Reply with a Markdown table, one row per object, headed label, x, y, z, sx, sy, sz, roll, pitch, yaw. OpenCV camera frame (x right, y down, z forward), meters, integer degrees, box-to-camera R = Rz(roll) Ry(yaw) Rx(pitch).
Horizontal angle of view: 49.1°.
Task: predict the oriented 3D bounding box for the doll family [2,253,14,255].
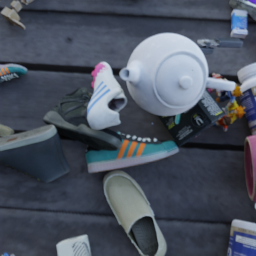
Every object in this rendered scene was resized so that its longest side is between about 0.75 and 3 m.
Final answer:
| label | x | y | z | sx | sy | sz | roll | pitch | yaw |
| --- | --- | --- | --- | --- | --- | --- | --- | --- | --- |
| doll family | -3.265 | 4.240 | 7.499 | 1.159 | 0.842 | 1.868 | -39 | 96 | -17 |

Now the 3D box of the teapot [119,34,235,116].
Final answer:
| label | x | y | z | sx | sy | sz | roll | pitch | yaw |
| --- | --- | --- | --- | --- | --- | --- | --- | --- | --- |
| teapot | 1.062 | -1.141 | 6.446 | 2.123 | 1.550 | 2.095 | -39 | 114 | -2 |

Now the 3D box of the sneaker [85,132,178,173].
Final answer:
| label | x | y | z | sx | sy | sz | roll | pitch | yaw |
| --- | --- | --- | --- | --- | --- | --- | --- | --- | --- |
| sneaker | 0.079 | 0.576 | 8.257 | 2.738 | 0.977 | 1.094 | -10 | 80 | -1 |

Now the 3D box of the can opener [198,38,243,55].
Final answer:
| label | x | y | z | sx | sy | sz | roll | pitch | yaw |
| --- | --- | --- | --- | --- | --- | --- | --- | --- | --- |
| can opener | 2.619 | -2.362 | 8.112 | 1.341 | 0.448 | 0.358 | -2 | 38 | -13 |

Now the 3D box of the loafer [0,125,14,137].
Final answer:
| label | x | y | z | sx | sy | sz | roll | pitch | yaw |
| --- | --- | --- | --- | --- | --- | --- | --- | --- | --- |
| loafer | -4.074 | 0.065 | 8.726 | 0.993 | 0.335 | 0.377 | 13 | 76 | 3 |

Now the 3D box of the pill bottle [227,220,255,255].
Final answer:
| label | x | y | z | sx | sy | sz | roll | pitch | yaw |
| --- | --- | --- | --- | --- | --- | --- | --- | --- | --- |
| pill bottle | 3.239 | 3.807 | 7.168 | 1.423 | 1.423 | 2.562 | 13 | 75 | 3 |

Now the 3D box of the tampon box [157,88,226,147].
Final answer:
| label | x | y | z | sx | sy | sz | roll | pitch | yaw |
| --- | --- | --- | --- | --- | --- | --- | --- | --- | --- |
| tampon box | 1.674 | -0.618 | 8.212 | 1.116 | 1.325 | 1.768 | -21 | 72 | -49 |

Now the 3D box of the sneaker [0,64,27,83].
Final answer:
| label | x | y | z | sx | sy | sz | roll | pitch | yaw |
| --- | --- | --- | --- | --- | --- | --- | --- | --- | --- |
| sneaker | -3.995 | -1.735 | 9.152 | 1.397 | 0.499 | 0.558 | 1 | 78 | 7 |

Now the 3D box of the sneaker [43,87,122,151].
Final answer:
| label | x | y | z | sx | sy | sz | roll | pitch | yaw |
| --- | --- | --- | --- | --- | --- | --- | --- | --- | --- |
| sneaker | -1.115 | -0.348 | 8.100 | 2.786 | 1.065 | 1.596 | 19 | 70 | 38 |

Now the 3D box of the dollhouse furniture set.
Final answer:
| label | x | y | z | sx | sy | sz | roll | pitch | yaw |
| --- | --- | --- | --- | --- | --- | --- | --- | --- | --- |
| dollhouse furniture set | -3.240 | -4.677 | 9.513 | 1.082 | 1.267 | 2.445 | 31 | 77 | 10 |

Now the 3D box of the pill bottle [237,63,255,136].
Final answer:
| label | x | y | z | sx | sy | sz | roll | pitch | yaw |
| --- | --- | --- | --- | --- | --- | --- | --- | --- | --- |
| pill bottle | 4.080 | -0.850 | 8.535 | 1.173 | 1.173 | 2.112 | -12 | 76 | -3 |

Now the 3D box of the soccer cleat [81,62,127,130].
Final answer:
| label | x | y | z | sx | sy | sz | roll | pitch | yaw |
| --- | --- | --- | --- | --- | --- | --- | --- | --- | --- |
| soccer cleat | -0.487 | -0.888 | 7.367 | 1.023 | 0.828 | 2.370 | -6 | 48 | 13 |

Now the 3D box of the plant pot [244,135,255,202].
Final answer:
| label | x | y | z | sx | sy | sz | roll | pitch | yaw |
| --- | --- | --- | --- | --- | --- | --- | --- | --- | --- |
| plant pot | 4.499 | 1.068 | 7.414 | 2.457 | 2.745 | 2.745 | -3 | 75 | 15 |

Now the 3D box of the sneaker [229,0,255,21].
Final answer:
| label | x | y | z | sx | sy | sz | roll | pitch | yaw |
| --- | --- | --- | --- | --- | --- | --- | --- | --- | --- |
| sneaker | 4.445 | -4.336 | 9.777 | 1.592 | 0.553 | 0.792 | 34 | 77 | 9 |

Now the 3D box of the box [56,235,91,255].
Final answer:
| label | x | y | z | sx | sy | sz | roll | pitch | yaw |
| --- | --- | --- | --- | --- | --- | --- | --- | --- | --- |
| box | -1.280 | 4.071 | 7.387 | 0.753 | 0.904 | 2.201 | -13 | 77 | -4 |

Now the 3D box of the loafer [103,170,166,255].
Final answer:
| label | x | y | z | sx | sy | sz | roll | pitch | yaw |
| --- | --- | --- | --- | --- | --- | --- | --- | --- | --- |
| loafer | 0.212 | 2.388 | 7.790 | 1.053 | 0.950 | 2.783 | -32 | 77 | -8 |

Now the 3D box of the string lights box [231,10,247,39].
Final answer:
| label | x | y | z | sx | sy | sz | roll | pitch | yaw |
| --- | --- | --- | --- | --- | --- | --- | --- | --- | --- |
| string lights box | 3.851 | -3.610 | 9.728 | 0.481 | 0.276 | 0.936 | 6 | 75 | 2 |

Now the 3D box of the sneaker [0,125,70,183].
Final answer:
| label | x | y | z | sx | sy | sz | roll | pitch | yaw |
| --- | --- | --- | --- | --- | --- | --- | --- | --- | --- |
| sneaker | -3.175 | 1.004 | 8.140 | 2.833 | 1.059 | 1.505 | -13 | 109 | 15 |

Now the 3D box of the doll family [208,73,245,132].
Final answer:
| label | x | y | z | sx | sy | sz | roll | pitch | yaw |
| --- | --- | --- | --- | --- | --- | --- | --- | --- | --- |
| doll family | 3.010 | -0.814 | 8.399 | 0.799 | 1.101 | 1.774 | -12 | 91 | -6 |
